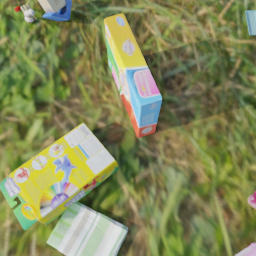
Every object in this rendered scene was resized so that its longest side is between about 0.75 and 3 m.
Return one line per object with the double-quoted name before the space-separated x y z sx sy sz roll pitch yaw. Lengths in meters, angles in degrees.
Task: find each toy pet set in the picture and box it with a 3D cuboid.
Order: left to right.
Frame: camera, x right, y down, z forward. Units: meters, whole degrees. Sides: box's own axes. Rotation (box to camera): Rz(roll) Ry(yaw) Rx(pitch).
"toy pet set" -2.564 -4.061 9.350 1.655 0.941 1.773 18 60 45

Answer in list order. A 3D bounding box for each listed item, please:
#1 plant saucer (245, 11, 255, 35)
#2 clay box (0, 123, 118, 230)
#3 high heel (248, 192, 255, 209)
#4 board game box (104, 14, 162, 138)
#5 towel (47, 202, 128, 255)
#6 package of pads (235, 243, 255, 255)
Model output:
"plant saucer" 4.142 -3.492 9.332 0.360 0.098 1.030 2 68 0
"clay box" -1.702 1.197 6.994 2.573 0.612 1.478 -37 63 -13
"high heel" 3.823 2.078 6.522 1.928 0.925 0.649 38 72 15
"board game box" 0.077 -1.293 7.376 0.524 1.990 2.601 -18 68 -7
"towel" -0.966 2.578 6.682 1.628 0.250 1.215 25 69 10
"package of pads" 2.441 3.505 6.030 1.917 0.725 1.155 -28 73 -11
